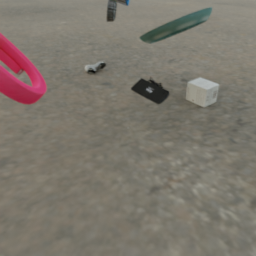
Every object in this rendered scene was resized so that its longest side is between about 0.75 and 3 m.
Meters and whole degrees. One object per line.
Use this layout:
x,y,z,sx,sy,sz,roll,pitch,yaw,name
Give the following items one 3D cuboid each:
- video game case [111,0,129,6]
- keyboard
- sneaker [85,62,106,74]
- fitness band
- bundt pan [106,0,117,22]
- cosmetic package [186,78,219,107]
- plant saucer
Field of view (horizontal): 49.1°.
-0.890,-4.636,9.282,1.866,0.232,2.607,18,15,-3,video game case
0.768,-1.161,8.860,0.742,0.282,1.425,-44,47,-11,keyboard
-1.604,-2.964,14.163,1.097,0.412,0.634,-16,39,-7,sneaker
-3.024,-1.619,6.225,0.517,2.762,1.984,-41,26,11,fitness band
-0.668,-4.826,11.555,0.351,0.935,0.935,8,32,-2,bundt pan
2.965,-1.431,11.238,0.794,0.799,0.954,-24,38,-32,cosmetic package
1.765,-3.687,10.337,2.786,0.382,2.786,-20,12,5,plant saucer
